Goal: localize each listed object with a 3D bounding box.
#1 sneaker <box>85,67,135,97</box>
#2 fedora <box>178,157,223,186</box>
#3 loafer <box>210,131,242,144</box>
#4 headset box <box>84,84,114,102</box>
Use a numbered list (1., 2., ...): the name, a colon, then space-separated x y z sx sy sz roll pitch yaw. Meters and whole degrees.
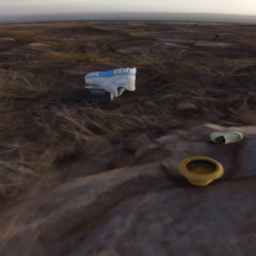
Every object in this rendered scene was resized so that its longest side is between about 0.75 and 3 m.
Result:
1. sneaker: -0.718 -1.656 10.535 2.334 1.012 0.875 1 14 39
2. fedora: 2.149 1.348 8.348 1.294 0.528 1.294 -4 27 2
3. loafer: 3.634 0.394 10.364 1.151 0.436 0.393 -5 27 12
4. headset box: -1.430 -1.973 14.610 1.399 0.726 1.880 3 26 7
